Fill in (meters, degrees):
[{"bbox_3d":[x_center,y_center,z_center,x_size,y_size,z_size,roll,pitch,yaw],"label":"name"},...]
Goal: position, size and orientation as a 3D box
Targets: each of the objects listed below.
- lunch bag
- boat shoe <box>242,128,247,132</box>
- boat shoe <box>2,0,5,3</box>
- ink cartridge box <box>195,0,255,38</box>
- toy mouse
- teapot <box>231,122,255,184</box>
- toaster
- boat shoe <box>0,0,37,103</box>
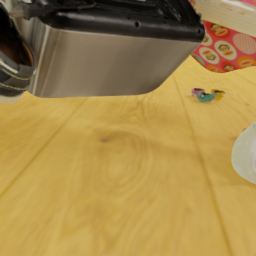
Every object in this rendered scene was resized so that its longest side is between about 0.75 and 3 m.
[{"bbox_3d":[2.236,-2.498,6.729,2.413,1.122,2.739,36,-9,-19],"label":"lunch bag"},{"bbox_3d":[3.294,0.210,6.641,1.115,0.393,0.392,0,15,22],"label":"boat shoe"},{"bbox_3d":[-2.327,-2.481,6.171,1.049,2.917,0.945,-16,44,-14],"label":"boat shoe"},{"bbox_3d":[1.731,-1.911,4.425,1.294,0.454,1.592,24,8,11],"label":"ink cartridge box"},{"bbox_3d":[2.756,-1.204,10.319,1.479,0.322,1.664,-8,22,-20],"label":"toy mouse"},{"bbox_3d":[2.738,0.329,5.233,1.587,1.174,1.608,1,22,2],"label":"teapot"},{"bbox_3d":[-0.639,-2.018,4.634,2.987,1.772,2.701,-6,62,-30],"label":"toaster"},{"bbox_3d":[-1.704,-1.369,3.525,0.748,2.083,0.704,-13,-19,-44],"label":"boat shoe"}]
